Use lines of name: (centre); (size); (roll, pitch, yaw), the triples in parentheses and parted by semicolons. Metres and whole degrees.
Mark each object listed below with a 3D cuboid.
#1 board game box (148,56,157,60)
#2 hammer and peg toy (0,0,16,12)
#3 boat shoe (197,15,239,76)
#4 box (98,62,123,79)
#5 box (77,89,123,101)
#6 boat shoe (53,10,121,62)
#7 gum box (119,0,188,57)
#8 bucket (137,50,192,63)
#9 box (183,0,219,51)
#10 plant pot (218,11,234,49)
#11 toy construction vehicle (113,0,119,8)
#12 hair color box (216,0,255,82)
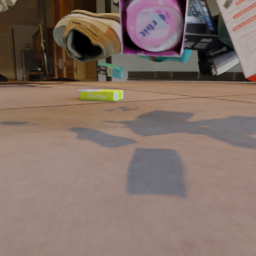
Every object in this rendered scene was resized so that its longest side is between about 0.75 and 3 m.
board game box: (0.367, -2.398, 7.452); (1.273, 0.655, 0.124); (24, 10, -28)
hammer and peg toy: (-3.688, -3.544, 7.391); (1.380, 1.015, 0.487); (-6, 49, 17)
boat shoe: (3.257, -2.839, 8.142); (2.980, 1.382, 1.113); (-35, 37, -8)
box: (-0.536, -1.747, 8.490); (0.759, 0.312, 0.187); (15, 43, 11)
box: (-1.624, -1.911, 16.139); (2.361, 0.563, 1.440); (4, 12, 21)
boat shoe: (-1.038, -2.005, 6.199); (2.549, 0.953, 0.872); (15, 51, 46)
gum box: (0.360, -2.461, 3.440); (0.887, 2.682, 1.522); (3, 46, 6)
bucket: (1.304, -3.371, 9.215); (1.647, 2.532, 2.532); (17, 17, 20)
box: (0.901, -3.339, 7.187); (2.156, 2.734, 0.680); (-3, -19, -23)
plant pot: (3.213, -2.707, 6.923); (1.651, 1.681, 1.646); (23, 13, -21)
toy construction vehicle: (-0.364, -4.269, 10.696); (0.539, 1.332, 1.530); (46, 29, 12)
hair color box: (2.656, -2.047, 5.687); (1.061, 1.914, 0.612); (-25, -16, 38)
